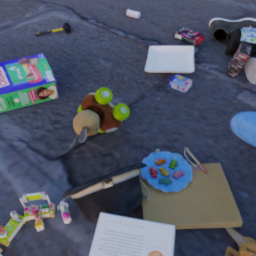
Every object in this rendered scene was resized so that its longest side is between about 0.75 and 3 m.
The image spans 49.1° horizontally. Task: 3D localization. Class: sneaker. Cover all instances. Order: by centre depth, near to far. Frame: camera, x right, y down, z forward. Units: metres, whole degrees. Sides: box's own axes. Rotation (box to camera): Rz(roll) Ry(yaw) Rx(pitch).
[{"bbox_3d":[4.119,0.404,7.474,2.857,0.942,1.120,30,15,5],"label":"sneaker"},{"bbox_3d":[5.713,-2.029,11.106,1.272,0.881,2.271,-7,46,-22],"label":"sneaker"},{"bbox_3d":[5.246,-4.599,13.543,2.667,0.943,1.323,8,51,12],"label":"sneaker"}]

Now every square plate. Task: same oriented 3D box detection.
[{"bbox_3d":[1.828,-2.946,12.168,2.013,0.289,2.032,3,46,10],"label":"square plate"}]

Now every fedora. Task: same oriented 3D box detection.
[{"bbox_3d":[-0.438,1.686,6.968,2.261,2.261,1.033,-18,81,-17],"label":"fedora"}]

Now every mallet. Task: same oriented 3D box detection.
[{"bbox_3d":[-3.824,-4.995,14.310,1.830,0.377,0.603,-11,46,-5],"label":"mallet"}]

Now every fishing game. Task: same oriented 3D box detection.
[{"bbox_3d":[1.079,1.132,7.852,2.088,0.325,1.495,-17,45,-18],"label":"fishing game"}]

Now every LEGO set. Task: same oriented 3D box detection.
[{"bbox_3d":[-2.550,2.225,6.769,2.213,0.824,1.018,-23,50,-21],"label":"LEGO set"}]

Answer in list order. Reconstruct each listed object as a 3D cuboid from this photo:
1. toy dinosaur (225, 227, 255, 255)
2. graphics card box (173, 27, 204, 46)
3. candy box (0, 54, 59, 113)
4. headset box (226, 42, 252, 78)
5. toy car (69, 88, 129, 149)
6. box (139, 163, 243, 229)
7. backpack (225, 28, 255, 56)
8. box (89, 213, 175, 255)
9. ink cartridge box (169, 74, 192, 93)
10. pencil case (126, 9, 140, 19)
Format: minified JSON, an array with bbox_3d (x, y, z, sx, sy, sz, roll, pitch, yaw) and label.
[{"bbox_3d":[2.721,2.746,6.534,1.268,0.721,2.388,-5,31,-45],"label":"toy dinosaur"},{"bbox_3d":[2.982,-4.506,13.795,1.298,0.330,0.814,30,53,28],"label":"graphics card box"},{"bbox_3d":[-4.093,-1.725,10.604,2.423,0.933,2.049,-19,50,-16],"label":"candy box"},{"bbox_3d":[4.549,-2.815,11.428,0.468,1.249,0.928,26,49,8],"label":"headset box"},{"bbox_3d":[-1.067,-0.073,8.367,1.402,1.460,1.777,42,52,-14],"label":"toy car"},{"bbox_3d":[1.530,1.775,7.503,2.414,0.257,1.973,-2,40,-1],"label":"box"},{"bbox_3d":[5.371,-3.742,12.328,1.730,1.411,1.330,18,74,6],"label":"backpack"},{"bbox_3d":[-0.036,3.158,5.343,1.571,1.231,2.526,8,53,8],"label":"box"},{"bbox_3d":[2.016,-1.786,11.111,0.850,0.325,0.580,27,51,26],"label":"ink cartridge box"},{"bbox_3d":[0.289,-6.354,15.602,0.791,0.359,0.329,25,37,21],"label":"pencil case"}]
